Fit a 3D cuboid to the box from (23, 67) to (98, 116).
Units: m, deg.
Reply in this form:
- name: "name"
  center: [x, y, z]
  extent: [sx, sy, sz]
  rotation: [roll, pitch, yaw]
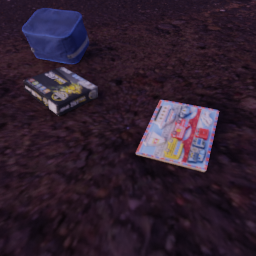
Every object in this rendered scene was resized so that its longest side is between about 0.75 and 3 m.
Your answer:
- name: "box"
  center: [-2.296, -1.314, 9.546]
  extent: [1.643, 0.500, 2.038]
  rotation: [-29, 48, -35]

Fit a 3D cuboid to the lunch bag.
- name: "lunch bag"
  center: [-2.966, -3.686, 11.544]
  extent: [2.475, 1.638, 1.682]
  rotation: [15, 59, 17]

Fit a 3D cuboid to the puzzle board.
- name: "puzzle board"
  center: [1.481, 0.062, 7.965]
  extent: [1.847, 0.213, 2.451]
  rotation: [13, 45, 16]
